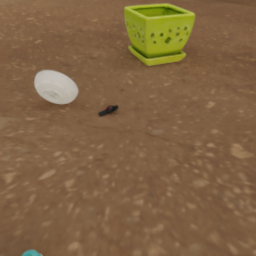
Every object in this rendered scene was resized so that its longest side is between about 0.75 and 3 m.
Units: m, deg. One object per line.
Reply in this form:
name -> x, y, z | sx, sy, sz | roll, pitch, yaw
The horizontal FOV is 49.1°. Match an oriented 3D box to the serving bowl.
serving bowl -> -2.558, -1.294, 9.765 | 1.542, 1.542, 0.507 | 7, 59, 10

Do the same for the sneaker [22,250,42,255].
sneaker -> -2.264, 2.641, 4.575 | 1.851, 0.737, 0.717 | -26, 42, -31

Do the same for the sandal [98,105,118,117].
sandal -> -0.676, -0.622, 9.680 | 0.768, 0.184, 0.289 | -26, 39, -17

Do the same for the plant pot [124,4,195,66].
plant pot -> 1.385, -4.480, 13.504 | 2.553, 2.317, 2.540 | -14, 36, -19
